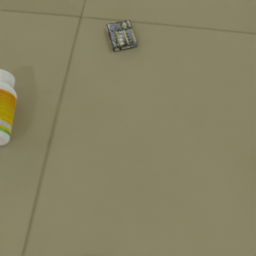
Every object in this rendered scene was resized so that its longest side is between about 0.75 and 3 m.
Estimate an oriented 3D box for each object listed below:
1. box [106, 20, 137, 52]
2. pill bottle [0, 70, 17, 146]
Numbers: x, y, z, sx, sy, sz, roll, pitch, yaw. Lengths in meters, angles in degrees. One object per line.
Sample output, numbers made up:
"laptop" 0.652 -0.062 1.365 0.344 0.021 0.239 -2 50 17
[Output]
"box" -0.265 -3.766 11.409 1.024 0.312 1.270 -15 68 -5
"pill bottle" -4.580 -0.724 9.543 1.347 1.347 2.426 0 67 0
